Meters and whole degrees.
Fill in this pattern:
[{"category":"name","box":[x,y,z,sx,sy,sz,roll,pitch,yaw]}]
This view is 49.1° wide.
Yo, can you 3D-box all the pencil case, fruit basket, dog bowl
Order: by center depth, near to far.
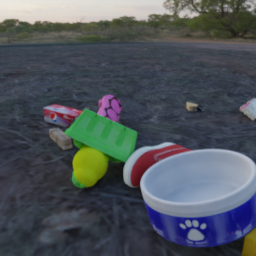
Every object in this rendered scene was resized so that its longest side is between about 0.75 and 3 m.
[{"category":"dog bowl","box":[1.439,1.287,5.672,2.262,0.891,2.262,-14,15,4]},{"category":"fruit basket","box":[-0.836,0.683,7.484,2.052,2.052,1.480,-1,-6,-4]},{"category":"pencil case","box":[-0.812,-0.272,9.415,0.962,0.993,2.119,-16,33,22]}]

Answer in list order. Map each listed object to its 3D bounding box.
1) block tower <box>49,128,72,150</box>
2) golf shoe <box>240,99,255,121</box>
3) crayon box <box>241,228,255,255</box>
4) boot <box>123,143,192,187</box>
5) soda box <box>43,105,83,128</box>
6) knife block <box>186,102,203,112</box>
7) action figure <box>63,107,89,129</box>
[{"category":"block tower","box":[-2.295,0.348,9.493,0.330,0.354,1.224,-15,27,-32]},{"category":"golf shoe","box":[5.308,-0.762,11.995,0.819,0.674,1.789,54,35,9]},{"category":"crayon box","box":[2.941,2.109,4.830,2.053,0.522,1.304,-17,27,-35]},{"category":"boot","box":[1.158,0.971,6.989,1.709,0.858,2.368,9,18,41]},{"category":"soda box","box":[-2.520,-0.447,11.133,1.857,0.589,0.650,14,26,33]},{"category":"knife block","box":[3.061,-0.946,12.841,0.667,0.243,0.759,-1,25,-2]},{"category":"action figure","box":[-1.417,-0.251,10.184,1.800,0.919,1.070,-7,29,-29]}]
